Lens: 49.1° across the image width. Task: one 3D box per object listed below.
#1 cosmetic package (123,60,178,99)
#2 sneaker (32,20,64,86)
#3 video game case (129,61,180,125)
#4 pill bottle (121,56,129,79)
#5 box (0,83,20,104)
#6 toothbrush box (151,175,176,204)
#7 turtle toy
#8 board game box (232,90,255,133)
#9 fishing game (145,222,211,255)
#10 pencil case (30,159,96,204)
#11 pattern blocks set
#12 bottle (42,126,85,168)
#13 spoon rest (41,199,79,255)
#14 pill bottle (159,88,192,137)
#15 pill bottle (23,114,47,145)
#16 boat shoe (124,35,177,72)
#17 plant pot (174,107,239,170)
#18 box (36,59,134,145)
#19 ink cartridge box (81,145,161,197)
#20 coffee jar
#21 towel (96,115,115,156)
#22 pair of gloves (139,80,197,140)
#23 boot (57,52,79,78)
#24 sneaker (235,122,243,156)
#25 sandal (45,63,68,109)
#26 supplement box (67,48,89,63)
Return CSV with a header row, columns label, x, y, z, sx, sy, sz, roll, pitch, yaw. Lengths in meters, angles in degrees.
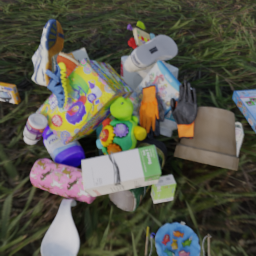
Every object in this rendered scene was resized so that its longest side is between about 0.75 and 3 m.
label,x,y,z,sx,sy,sz,roll,pitch,yaw
cosmetic package,0.926,-1.845,12.330,1.305,2.123,2.117,-29,48,-30
sneaker,-2.599,-2.331,8.678,0.898,2.037,0.767,8,-1,30
video game case,0.908,-1.055,10.017,0.195,2.193,1.569,-5,54,-47
pill bottle,0.004,-2.846,13.960,0.740,1.318,0.740,3,26,-1
box,-5.848,-1.664,13.083,1.497,0.891,0.310,10,42,12
toothbrush box,1.100,1.941,8.842,0.646,0.887,0.382,-8,41,-10
turtle toy,-0.280,0.098,8.579,1.045,2.067,1.506,16,4,-38
board game box,6.129,-0.743,12.289,2.071,0.501,2.738,-4,41,-5
fishing game,1.393,3.218,7.832,1.836,0.285,1.315,8,44,9
pencil case,-2.042,1.684,9.111,2.296,0.951,0.993,11,40,14
pattern blocks set,0.608,-3.809,12.044,0.149,1.834,1.612,-18,67,40
bottle,-2.602,0.477,10.572,1.089,0.851,2.607,-26,47,-18
spoon rest,-1.851,2.861,7.978,1.023,0.624,2.059,-1,40,-1
pill bottle,1.606,-0.685,10.487,1.085,1.958,1.085,18,7,-2
pill bottle,-3.035,0.074,9.062,0.586,1.052,0.586,20,44,-20
boat shoe,0.888,-2.833,11.036,2.868,1.001,1.017,-38,98,-43
plant pot,2.718,0.305,9.329,2.086,1.810,2.086,12,-2,0
box,-1.435,-0.954,9.993,1.525,2.500,2.408,48,18,4
ink cartridge box,-0.169,1.162,7.282,1.877,1.371,0.792,-11,70,-2
coffee jar,0.396,1.447,9.139,1.027,1.256,2.408,23,47,19
towel,-0.804,0.267,10.773,1.052,0.156,1.435,-40,39,23
pair of gloves,1.240,-0.553,9.069,2.082,1.855,0.257,-2,-5,35
boot,-2.561,-2.343,12.176,1.311,2.446,0.918,-58,27,-6
sneaker,3.842,0.534,10.454,0.714,0.950,1.907,17,46,17
sandal,-2.135,-1.239,8.337,0.588,1.349,0.536,-11,14,-27
supplement box,-3.165,-3.106,13.967,1.535,0.895,2.435,-31,18,-30
